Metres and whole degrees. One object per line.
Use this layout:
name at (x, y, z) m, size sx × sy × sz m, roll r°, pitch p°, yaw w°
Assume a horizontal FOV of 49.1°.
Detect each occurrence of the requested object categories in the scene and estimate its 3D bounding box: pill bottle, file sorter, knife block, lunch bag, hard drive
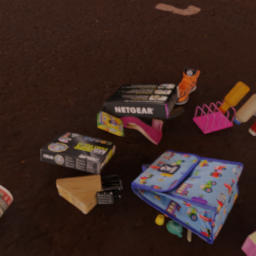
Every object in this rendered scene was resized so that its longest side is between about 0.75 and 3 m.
pill bottle at (-4.149, 2.473, 7.949) m, size 0.928 × 0.928 × 1.629 m, roll 12°, pitch 45°, yaw 13°
file sorter at (3.503, -0.502, 11.380) m, size 1.325 × 0.831 × 0.921 m, roll -14°, pitch 44°, yaw -15°
knife block at (-1.152, 1.857, 8.969) m, size 1.794 × 0.574 × 1.575 m, roll 27°, pitch 48°, yaw 27°
lunch bag at (1.695, 1.747, 8.684) m, size 2.901 × 1.365 × 2.184 m, roll 17°, pitch 37°, yaw 32°
hard drive at (-0.437, -0.701, 11.945) m, size 1.410 × 0.298 × 0.951 m, roll -1°, pitch 35°, yaw -1°

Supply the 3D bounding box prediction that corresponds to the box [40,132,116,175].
box at (-1.677, 0.816, 9.789) m, size 2.108 × 0.467 × 1.689 m, roll 11°, pitch 22°, yaw 13°

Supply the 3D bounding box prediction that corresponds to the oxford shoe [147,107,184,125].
oxford shoe at (1.552, -0.677, 11.552) m, size 1.704 × 0.719 × 0.619 m, roll -15°, pitch 2°, yaw -21°

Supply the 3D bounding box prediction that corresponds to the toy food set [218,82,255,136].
toy food set at (5.068, -0.437, 10.911) m, size 2.919 × 1.313 × 1.393 m, roll 25°, pitch 28°, yaw -25°

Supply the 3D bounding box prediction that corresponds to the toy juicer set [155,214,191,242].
toy juicer set at (1.418, 2.827, 8.151) m, size 1.140 × 0.310 × 0.725 m, roll 27°, pitch 30°, yaw 28°

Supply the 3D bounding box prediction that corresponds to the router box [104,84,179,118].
router box at (0.587, -1.145, 11.361) m, size 2.569 × 0.656 × 1.916 m, roll 4°, pitch 32°, yaw 25°

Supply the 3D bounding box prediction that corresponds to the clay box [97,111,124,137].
clay box at (-0.612, -0.134, 10.672) m, size 1.168 × 0.278 × 0.671 m, roll 21°, pitch 40°, yaw -28°

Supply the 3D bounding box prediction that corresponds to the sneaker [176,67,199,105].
sneaker at (2.538, -2.034, 12.682) m, size 0.866 × 1.251 × 2.232 m, roll 22°, pitch 44°, yaw 19°

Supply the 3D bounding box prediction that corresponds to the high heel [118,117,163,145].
high heel at (0.370, 0.108, 11.024) m, size 1.961 × 0.661 × 0.941 m, roll 8°, pitch 69°, yaw 15°

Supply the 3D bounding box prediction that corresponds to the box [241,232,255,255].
box at (4.045, 3.286, 7.272) m, size 1.313 × 0.722 × 1.493 m, roll -22°, pitch 46°, yaw -22°
